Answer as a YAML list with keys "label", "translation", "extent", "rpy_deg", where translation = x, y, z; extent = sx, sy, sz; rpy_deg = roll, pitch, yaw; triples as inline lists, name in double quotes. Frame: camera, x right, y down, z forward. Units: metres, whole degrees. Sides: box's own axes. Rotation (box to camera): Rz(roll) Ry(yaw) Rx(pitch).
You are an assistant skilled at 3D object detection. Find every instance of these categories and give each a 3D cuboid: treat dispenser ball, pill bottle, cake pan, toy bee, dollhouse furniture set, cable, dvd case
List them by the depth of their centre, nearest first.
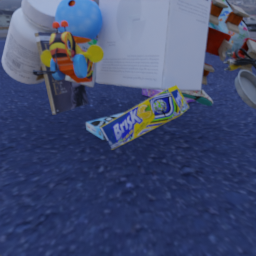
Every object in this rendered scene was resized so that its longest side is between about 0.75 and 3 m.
- label: "toy bee"
  translation: [-1.290, -1.700, 6.300]
  extent: [1.468, 1.219, 2.243]
  rpy_deg: [-3, 3, -9]
- label: "cake pan"
  translation: [2.930, -0.893, 6.660]
  extent: [1.061, 1.061, 0.195]
  rpy_deg: [-21, -13, -41]
- label: "treat dispenser ball"
  translation: [-1.234, -2.728, 7.045]
  extent: [1.165, 1.165, 1.165]
  rpy_deg: [0, 22, 0]
- label: "cable"
  translation: [3.242, -1.859, 7.667]
  extent: [1.295, 0.629, 0.326]
  rpy_deg: [-3, 22, -18]
- label: "dollhouse furniture set"
  translation: [2.636, -2.371, 7.991]
  extent: [2.106, 2.129, 1.097]
  rpy_deg: [17, 37, -11]
- label: "dvd case"
  translation: [-1.921, -1.687, 8.474]
  extent: [0.182, 2.276, 1.692]
  rpy_deg: [-4, 13, 28]
- label: "pill bottle"
  translation: [-2.909, -2.835, 8.825]
  extent: [1.607, 2.810, 1.607]
  rpy_deg: [18, 50, -23]

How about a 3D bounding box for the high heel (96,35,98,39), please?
- label: "high heel"
  translation: [-0.880, -3.654, 11.744]
  extent: [1.046, 2.928, 2.088]
  rpy_deg: [-47, 12, -11]

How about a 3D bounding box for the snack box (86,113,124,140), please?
- label: "snack box"
  translation: [-0.443, -0.113, 9.973]
  extent: [1.821, 0.338, 1.058]
  rpy_deg: [-16, 27, -34]

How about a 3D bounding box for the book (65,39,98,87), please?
- label: "book"
  translation: [-1.285, -1.976, 8.307]
  extent: [0.330, 1.374, 0.918]
  rpy_deg: [14, 3, 42]

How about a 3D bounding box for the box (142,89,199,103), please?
- label: "box"
  translation: [2.088, -1.721, 13.676]
  extent: [1.675, 0.478, 2.447]
  rpy_deg: [-16, 27, -34]

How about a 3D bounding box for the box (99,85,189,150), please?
- label: "box"
  translation: [0.259, -0.170, 5.016]
  extent: [1.543, 0.496, 0.541]
  rpy_deg: [-29, 1, 30]

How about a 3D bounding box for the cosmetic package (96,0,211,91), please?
- label: "cosmetic package"
  translation: [0.543, -2.325, 7.221]
  extent: [1.586, 2.580, 2.572]
  rpy_deg: [-4, 13, -41]

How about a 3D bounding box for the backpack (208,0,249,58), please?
- label: "backpack"
  translation: [3.178, -3.344, 9.605]
  extent: [1.942, 1.462, 1.724]
  rpy_deg: [53, 8, 18]

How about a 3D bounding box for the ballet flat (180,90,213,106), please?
- label: "ballet flat"
  translation: [2.110, -1.036, 8.613]
  extent: [1.228, 0.393, 0.464]
  rpy_deg: [17, -16, -19]
